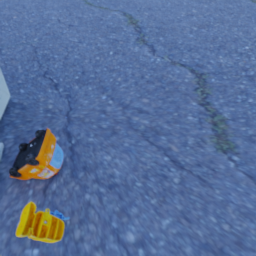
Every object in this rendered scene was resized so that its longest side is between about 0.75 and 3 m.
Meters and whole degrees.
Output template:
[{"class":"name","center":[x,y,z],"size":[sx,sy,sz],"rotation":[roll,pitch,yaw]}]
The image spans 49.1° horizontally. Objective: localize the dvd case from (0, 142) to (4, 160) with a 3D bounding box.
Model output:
[{"class":"dvd case","center":[-3.791,1.081,6.554],"size":[1.404,0.173,1.967],"rotation":[-7,38,-10]}]

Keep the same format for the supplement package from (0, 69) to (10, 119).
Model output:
[{"class":"supplement package","center":[-5.247,-1.086,7.668],"size":[2.919,2.199,2.215],"rotation":[-6,37,-4]}]

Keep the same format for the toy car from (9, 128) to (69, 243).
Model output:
[{"class":"toy car","center":[-1.846,1.289,5.707],"size":[0.986,1.454,2.964],"rotation":[34,24,-31]}]
